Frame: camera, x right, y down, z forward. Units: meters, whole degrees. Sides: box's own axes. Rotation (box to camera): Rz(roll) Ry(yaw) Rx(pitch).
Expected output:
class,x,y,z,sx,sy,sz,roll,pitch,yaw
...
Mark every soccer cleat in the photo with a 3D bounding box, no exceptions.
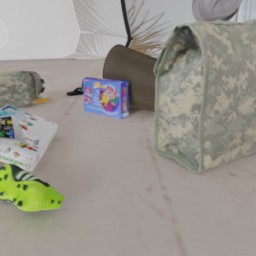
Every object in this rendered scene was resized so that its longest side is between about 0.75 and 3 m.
class,x,y,z,sx,sy,sz,roll,pitch,yaw
soccer cleat,-1.678,0.998,4.599,0.688,0.573,1.699,23,-9,-40

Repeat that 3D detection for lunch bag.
class,x,y,z,sx,sy,sz,roll,pitch,yaw
lunch bag,-4.634,-1.695,11.531,1.968,1.371,1.651,-4,23,5
lunch bag,1.928,-0.847,6.237,2.453,2.991,1.758,-12,21,-31

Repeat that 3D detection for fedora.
class,x,y,z,sx,sy,sz,roll,pitch,yaw
fedora,2.924,-3.936,8.843,1.650,1.460,0.745,-32,26,8

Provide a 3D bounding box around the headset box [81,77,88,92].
class,x,y,z,sx,sy,sz,roll,pitch,yaw
headset box,-1.632,-2.037,13.726,1.296,0.601,1.128,12,17,0

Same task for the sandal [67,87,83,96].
class,x,y,z,sx,sy,sz,roll,pitch,yaw
sandal,-2.474,-1.837,13.922,0.487,0.310,1.296,14,21,34

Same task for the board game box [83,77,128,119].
class,x,y,z,sx,sy,sz,roll,pitch,yaw
board game box,-0.829,-1.104,10.019,1.835,1.234,0.411,14,22,37

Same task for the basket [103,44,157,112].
class,x,y,z,sx,sy,sz,roll,pitch,yaw
basket,0.780,-1.612,10.288,2.829,2.551,1.924,20,53,30

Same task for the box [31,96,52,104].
class,x,y,z,sx,sy,sz,roll,pitch,yaw
box,-3.824,-1.268,12.323,0.920,0.191,0.548,-18,25,-40

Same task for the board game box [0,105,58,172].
class,x,y,z,sx,sy,sz,roll,pitch,yaw
board game box,-2.609,0.134,6.599,1.471,0.403,2.331,21,15,-9
